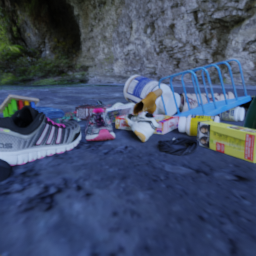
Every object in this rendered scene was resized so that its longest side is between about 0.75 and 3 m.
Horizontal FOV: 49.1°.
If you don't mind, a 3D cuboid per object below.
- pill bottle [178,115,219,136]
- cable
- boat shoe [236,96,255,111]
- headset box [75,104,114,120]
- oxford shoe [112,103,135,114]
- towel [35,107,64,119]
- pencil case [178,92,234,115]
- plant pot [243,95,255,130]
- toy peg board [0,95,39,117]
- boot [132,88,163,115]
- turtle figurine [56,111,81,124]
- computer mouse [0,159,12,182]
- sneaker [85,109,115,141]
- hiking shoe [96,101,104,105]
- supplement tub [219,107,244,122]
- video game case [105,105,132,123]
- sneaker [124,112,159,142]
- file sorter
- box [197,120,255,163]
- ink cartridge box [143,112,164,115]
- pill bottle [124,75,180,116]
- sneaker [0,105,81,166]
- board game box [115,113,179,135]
[{"bbox_3d":[2.272,-0.070,9.008,1.212,0.681,0.681,5,12,22],"label":"pill bottle"},{"bbox_3d":[1.315,0.445,7.392,1.032,0.321,1.264,0,12,2],"label":"cable"},{"bbox_3d":[6.755,-1.237,14.629,0.732,0.867,2.431,-9,7,-31],"label":"boat shoe"},{"bbox_3d":[-1.359,-0.690,12.360,1.587,0.595,1.179,3,12,15],"label":"headset box"},{"bbox_3d":[-0.063,-0.649,12.244,0.646,0.841,2.238,47,18,14],"label":"oxford shoe"},{"bbox_3d":[-3.765,-0.743,13.070,0.954,0.415,1.709,-9,13,-42],"label":"towel"},{"bbox_3d":[3.766,-1.198,13.642,2.768,1.077,1.238,-2,31,-9],"label":"pencil case"},{"bbox_3d":[4.161,-0.131,7.602,1.483,1.578,1.578,17,13,6],"label":"plant pot"},{"bbox_3d":[-4.578,-0.716,11.772,1.273,0.625,1.278,6,-31,-46],"label":"toy peg board"},{"bbox_3d":[0.494,-0.648,8.816,0.999,0.491,1.396,-34,-15,-30],"label":"boot"},{"bbox_3d":[-2.372,-0.382,11.201,0.733,0.493,0.979,-7,17,29],"label":"turtle figurine"},{"bbox_3d":[-3.412,0.897,4.756,2.751,0.468,0.807,-10,16,-40],"label":"computer mouse"},{"bbox_3d":[-0.948,-0.089,8.821,0.873,0.808,2.165,-3,12,-13],"label":"sneaker"},{"bbox_3d":[-1.519,-1.196,15.734,0.328,0.382,0.882,15,21,-39],"label":"hiking shoe"},{"bbox_3d":[4.382,-0.605,11.849,0.873,0.633,0.633,9,14,37],"label":"supplement tub"},{"bbox_3d":[-0.439,-0.502,10.781,1.007,0.127,1.105,-11,-22,-19],"label":"video game case"},{"bbox_3d":[0.451,-0.153,8.784,0.799,0.689,1.822,-42,24,0],"label":"sneaker"},{"bbox_3d":[2.944,-1.463,11.074,2.968,1.821,2.060,-20,7,-35],"label":"file sorter"},{"bbox_3d":[2.586,0.297,7.183,0.478,0.719,1.909,-8,15,-29],"label":"box"},{"bbox_3d":[1.036,-0.617,12.973,0.933,0.234,1.075,24,20,25],"label":"ink cartridge box"},{"bbox_3d":[1.100,-1.466,12.906,1.391,1.391,2.507,-11,31,-44],"label":"pill bottle"},{"bbox_3d":[-2.197,0.021,7.042,1.048,1.243,2.842,8,15,31],"label":"sneaker"},{"bbox_3d":[0.713,-0.191,10.240,1.903,0.441,1.442,7,13,30],"label":"board game box"}]
